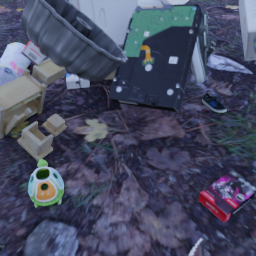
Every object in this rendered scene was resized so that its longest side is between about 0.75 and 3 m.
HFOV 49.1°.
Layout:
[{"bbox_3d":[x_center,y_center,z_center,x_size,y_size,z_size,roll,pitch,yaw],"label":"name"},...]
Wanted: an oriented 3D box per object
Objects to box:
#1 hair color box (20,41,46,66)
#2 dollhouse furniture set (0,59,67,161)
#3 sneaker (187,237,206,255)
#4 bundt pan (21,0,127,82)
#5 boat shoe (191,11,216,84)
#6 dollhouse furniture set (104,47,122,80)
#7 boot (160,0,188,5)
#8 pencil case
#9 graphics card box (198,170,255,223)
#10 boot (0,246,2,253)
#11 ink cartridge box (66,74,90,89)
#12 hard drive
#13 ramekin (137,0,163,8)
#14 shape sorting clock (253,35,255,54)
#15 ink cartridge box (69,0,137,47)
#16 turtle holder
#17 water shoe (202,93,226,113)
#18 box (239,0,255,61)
[{"bbox_3d":[-1.886,-1.834,6.119,0.878,0.446,0.269,-55,30,-11],"label":"hair color box"},{"bbox_3d":[-2.643,-0.480,8.841,2.418,1.520,2.734,40,48,8],"label":"dollhouse furniture set"},{"bbox_3d":[1.376,2.591,5.358,0.524,0.343,0.906,32,58,27],"label":"sneaker"},{"bbox_3d":[-0.969,-1.521,4.818,1.927,0.723,1.927,38,20,-16],"label":"bundt pan"},{"bbox_3d":[2.248,-2.540,8.477,0.837,0.851,2.361,-6,81,10],"label":"boat shoe"},{"bbox_3d":[-0.902,-3.094,11.739,1.456,1.700,1.788,-4,25,-12],"label":"dollhouse furniture set"},{"bbox_3d":[1.445,-4.490,8.949,1.174,0.946,2.600,-12,40,53],"label":"boot"},{"bbox_3d":[-4.692,-2.533,11.270,1.123,1.029,2.475,28,32,-20],"label":"pencil case"},{"bbox_3d":[2.379,1.579,6.618,1.251,0.318,0.785,-23,43,-28],"label":"graphics card box"},{"bbox_3d":[-2.425,2.696,5.179,0.706,0.337,0.934,12,45,12],"label":"boot"},{"bbox_3d":[-1.971,-1.857,10.986,0.863,0.363,0.624,-7,38,-9],"label":"ink cartridge box"},{"bbox_3d":[0.708,-1.856,7.286,1.893,0.513,2.709,10,82,27],"label":"hard drive"},{"bbox_3d":[0.597,-4.200,10.382,0.939,1.926,1.926,-2,37,-13],"label":"ramekin"},{"bbox_3d":[2.456,-1.303,4.870,0.155,0.789,0.789,-31,43,-2],"label":"shape sorting clock"},{"bbox_3d":[-0.845,-3.667,9.386,1.796,1.804,2.483,-12,23,-12],"label":"ink cartridge box"},{"bbox_3d":[-1.919,1.267,6.649,0.821,0.768,1.081,6,38,8],"label":"turtle holder"},{"bbox_3d":[2.977,-0.870,9.699,0.352,0.388,0.984,-26,45,-30],"label":"water shoe"},{"bbox_3d":[3.591,-3.046,7.440,1.040,1.489,1.956,-5,73,19],"label":"box"}]
